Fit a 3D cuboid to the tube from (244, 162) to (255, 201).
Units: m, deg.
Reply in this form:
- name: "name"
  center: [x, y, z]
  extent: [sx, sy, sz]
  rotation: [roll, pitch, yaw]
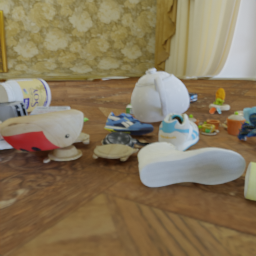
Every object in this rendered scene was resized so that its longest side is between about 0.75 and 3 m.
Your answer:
- name: "tube"
  center: [3.769, 1.300, 5.199]
  extent: [2.947, 0.855, 0.765]
  rotation: [8, -22, 20]

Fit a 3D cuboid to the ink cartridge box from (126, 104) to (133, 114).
- name: "ink cartridge box"
  center: [0.271, -1.019, 15.128]
  extent: [0.606, 0.346, 1.168]
  rotation: [2, 14, 9]

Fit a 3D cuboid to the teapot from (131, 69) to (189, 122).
- name: "teapot"
  center: [1.329, -1.641, 12.827]
  extent: [2.926, 2.137, 2.888]
  rotation: [3, 26, 45]

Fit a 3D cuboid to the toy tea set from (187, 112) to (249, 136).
- name: "toy tea set"
  center: [3.432, -0.262, 10.977]
  extent: [2.328, 0.862, 1.385]
  rotation: [0, 14, -1]

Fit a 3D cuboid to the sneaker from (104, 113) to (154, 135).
- name: "sneaker"
  center: [0.036, -0.174, 10.470]
  extent: [1.902, 0.782, 0.703]
  rotation: [6, -16, 16]

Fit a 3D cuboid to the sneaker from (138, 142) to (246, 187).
- name: "sneaker"
  center: [1.437, 0.735, 6.882]
  extent: [2.451, 0.903, 1.416]
  rotation: [-2, 17, -3]

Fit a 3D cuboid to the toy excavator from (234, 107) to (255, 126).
- name: "toy excavator"
  center: [5.299, -0.506, 11.983]
  extent: [2.145, 1.071, 2.085]
  rotation: [1, 10, 45]

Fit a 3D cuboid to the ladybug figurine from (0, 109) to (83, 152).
- name: "ladybug figurine"
  center: [-2.485, 0.095, 8.028]
  extent: [2.765, 0.995, 1.877]
  rotation: [-5, 7, 30]

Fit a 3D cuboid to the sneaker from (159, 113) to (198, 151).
- name: "sneaker"
  center: [1.789, 0.010, 9.469]
  extent: [1.014, 1.071, 2.651]
  rotation: [4, 14, 23]

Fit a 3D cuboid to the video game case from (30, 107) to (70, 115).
- name: "video game case"
  center: [-3.532, -0.445, 12.205]
  extent: [1.607, 0.202, 2.244]
  rotation: [0, 25, -1]

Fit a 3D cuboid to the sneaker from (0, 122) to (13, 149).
- name: "sneaker"
  center: [-4.138, 0.127, 8.570]
  extent: [1.051, 1.019, 2.878]
  rotation: [2, 3, 10]

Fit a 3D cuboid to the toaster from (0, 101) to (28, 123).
- name: "toaster"
  center: [-4.608, -0.430, 10.337]
  extent: [1.568, 0.931, 1.418]
  rotation: [-6, 12, -2]

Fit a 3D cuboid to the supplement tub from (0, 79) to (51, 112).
- name: "supplement tub"
  center: [-5.600, -1.697, 14.952]
  extent: [1.751, 1.751, 2.408]
  rotation: [11, 18, 38]

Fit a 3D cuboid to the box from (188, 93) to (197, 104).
- name: "box"
  center: [3.315, -1.976, 18.589]
  extent: [1.864, 0.540, 2.345]
  rotation: [8, 16, 30]

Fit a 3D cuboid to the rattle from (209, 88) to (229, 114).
- name: "rattle"
  center: [4.918, -1.447, 15.227]
  extent: [1.126, 1.236, 1.730]
  rotation: [30, 23, 34]

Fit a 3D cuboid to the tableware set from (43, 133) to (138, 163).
- name: "tableware set"
  center: [-1.136, 0.572, 8.749]
  extent: [2.946, 0.342, 2.461]
  rotation: [1, 14, 5]

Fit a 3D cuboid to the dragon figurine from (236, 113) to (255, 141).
- name: "dragon figurine"
  center: [4.200, -0.020, 8.803]
  extent: [1.275, 0.754, 2.564]
  rotation: [9, -12, 13]

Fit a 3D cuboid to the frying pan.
- name: "frying pan"
  center: [0.007, 0.518, 8.863]
  extent: [1.699, 0.277, 1.028]
  rotation: [15, 35, 15]

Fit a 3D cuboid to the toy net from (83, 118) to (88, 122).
- name: "toy net"
  center: [-2.979, -0.503, 12.899]
  extent: [2.153, 0.416, 1.130]
  rotation: [5, 15, 20]
